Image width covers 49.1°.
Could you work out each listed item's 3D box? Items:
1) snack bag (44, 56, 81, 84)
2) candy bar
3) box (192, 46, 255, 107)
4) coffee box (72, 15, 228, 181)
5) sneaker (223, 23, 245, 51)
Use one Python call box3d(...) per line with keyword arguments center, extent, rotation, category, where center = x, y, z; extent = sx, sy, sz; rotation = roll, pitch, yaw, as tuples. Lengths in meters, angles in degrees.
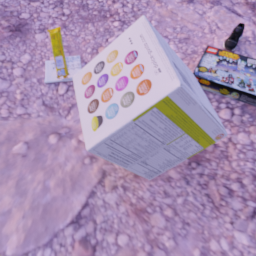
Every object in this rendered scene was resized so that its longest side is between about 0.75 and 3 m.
box3d(center=(-2.570, -2.317, 10.996), extent=(1.459, 0.156, 1.376), rotation=(-7, 54, -5), category="snack bag")
box3d(center=(-2.664, -2.886, 10.703), extent=(0.547, 0.243, 2.194), rotation=(-13, 78, -2), category="candy bar")
box3d(center=(3.989, -1.959, 10.463), extent=(2.851, 0.569, 1.952), rotation=(21, 56, 15), category="box")
box3d(center=(0.480, -0.605, 7.393), extent=(2.605, 2.634, 2.630), rotation=(-35, 49, 21), category="coffee box")
box3d(center=(4.503, -3.919, 11.882), extent=(0.593, 0.685, 1.565), rotation=(25, 57, 18), category="sneaker")
